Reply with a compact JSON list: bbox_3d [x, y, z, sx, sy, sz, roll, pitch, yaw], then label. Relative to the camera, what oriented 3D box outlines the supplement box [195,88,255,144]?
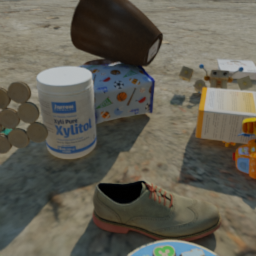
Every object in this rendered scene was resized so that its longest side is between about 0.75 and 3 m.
[{"bbox_3d":[3.596,-0.356,8.633,2.786,1.024,1.756,8,33,16],"label":"supplement box"}]

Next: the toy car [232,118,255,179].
[{"bbox_3d":[3.074,0.298,7.097,0.836,2.511,1.232,-1,48,21],"label":"toy car"}]

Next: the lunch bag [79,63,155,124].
[{"bbox_3d":[-0.608,-1.565,10.520,2.374,1.729,2.792,-12,42,-18],"label":"lunch bag"}]

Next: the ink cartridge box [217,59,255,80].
[{"bbox_3d":[5.382,-2.910,13.885,1.824,0.408,1.607,4,33,6],"label":"ink cartridge box"}]

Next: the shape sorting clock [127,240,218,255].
[{"bbox_3d":[0.891,2.887,4.420,2.590,0.508,2.590,0,32,0],"label":"shape sorting clock"}]

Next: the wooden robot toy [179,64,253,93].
[{"bbox_3d":[3.670,-1.891,12.005,2.953,1.301,1.340,7,-3,12],"label":"wooden robot toy"}]

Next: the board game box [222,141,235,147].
[{"bbox_3d":[3.807,-0.131,9.535,2.095,0.271,2.095,-5,32,-8],"label":"board game box"}]

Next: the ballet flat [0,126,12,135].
[{"bbox_3d":[-4.086,0.072,8.962,0.502,0.525,1.492,4,31,14],"label":"ballet flat"}]

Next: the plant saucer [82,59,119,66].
[{"bbox_3d":[-1.275,-2.981,14.067,2.076,0.357,2.076,1,32,-1],"label":"plant saucer"}]

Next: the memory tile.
[{"bbox_3d":[-3.262,-0.160,7.198,2.198,1.685,0.185,-17,17,12],"label":"memory tile"}]

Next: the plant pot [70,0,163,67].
[{"bbox_3d":[-0.208,-3.334,9.927,2.665,2.491,2.491,32,40,12],"label":"plant pot"}]

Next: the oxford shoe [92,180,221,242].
[{"bbox_3d":[0.593,1.673,5.882,2.782,1.040,0.980,1,32,2],"label":"oxford shoe"}]

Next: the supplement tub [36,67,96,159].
[{"bbox_3d":[-1.712,-0.422,8.053,1.527,2.314,1.527,0,32,0],"label":"supplement tub"}]
